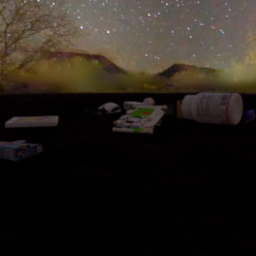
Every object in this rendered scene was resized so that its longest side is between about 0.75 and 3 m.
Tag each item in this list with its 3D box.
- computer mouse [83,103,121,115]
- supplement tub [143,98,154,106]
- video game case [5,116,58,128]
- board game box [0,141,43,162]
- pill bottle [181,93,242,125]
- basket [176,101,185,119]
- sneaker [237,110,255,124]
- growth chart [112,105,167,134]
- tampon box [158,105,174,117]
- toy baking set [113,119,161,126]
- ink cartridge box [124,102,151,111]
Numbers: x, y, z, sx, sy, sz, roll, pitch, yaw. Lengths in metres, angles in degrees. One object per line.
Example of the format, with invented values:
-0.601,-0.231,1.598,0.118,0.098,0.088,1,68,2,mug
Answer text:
-1.366,-1.158,16.559,1.389,0.556,2.533,4,10,31,computer mouse
1.458,-1.797,20.154,0.663,0.663,0.912,3,9,20,supplement tub
-4.094,-0.283,12.167,2.004,0.229,1.824,-2,10,-12,video game case
-2.846,0.515,6.956,1.022,0.316,1.023,4,10,19,board game box
3.126,-0.744,10.571,2.010,1.139,1.139,7,11,41,pill bottle
3.116,-0.932,14.173,1.177,0.877,0.840,-1,9,-13,basket
4.845,-0.413,11.765,0.518,0.362,1.042,-4,-22,-15,sneaker
0.440,-0.365,10.746,1.839,0.225,2.541,1,26,24,growth chart
1.937,-0.923,15.063,0.895,0.565,0.671,-6,11,-32,tampon box
0.475,-0.160,11.452,2.372,0.276,1.820,4,14,33,toy baking set
1.113,-1.397,18.151,2.306,0.658,1.874,-8,11,-22,ink cartridge box
